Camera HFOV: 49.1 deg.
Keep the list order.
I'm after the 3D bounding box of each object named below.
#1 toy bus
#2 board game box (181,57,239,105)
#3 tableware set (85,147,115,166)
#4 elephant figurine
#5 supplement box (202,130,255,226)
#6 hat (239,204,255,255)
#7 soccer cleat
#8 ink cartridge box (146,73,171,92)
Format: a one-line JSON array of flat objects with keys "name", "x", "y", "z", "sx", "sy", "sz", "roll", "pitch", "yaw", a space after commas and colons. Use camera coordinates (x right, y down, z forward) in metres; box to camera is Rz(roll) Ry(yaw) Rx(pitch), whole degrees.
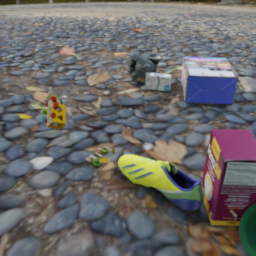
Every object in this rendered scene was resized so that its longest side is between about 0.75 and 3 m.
[{"name": "toy bus", "x": -2.533, "y": -0.609, "z": 9.984, "sx": 0.671, "sy": 1.298, "sz": 1.225, "roll": 10, "pitch": 21, "yaw": -33}, {"name": "board game box", "x": 3.783, "y": -2.338, "z": 13.513, "sx": 2.215, "sy": 1.345, "sz": 2.778, "roll": 3, "pitch": 31, "yaw": 6}, {"name": "tableware set", "x": -0.847, "y": 0.907, "z": 9.230, "sx": 0.686, "sy": 0.156, "sz": 1.019, "roll": 27, "pitch": 40, "yaw": 37}, {"name": "elephant figurine", "x": 1.124, "y": -3.347, "z": 15.359, "sx": 2.159, "sy": 1.528, "sz": 1.675, "roll": -5, "pitch": 56, "yaw": -38}, {"name": "supplement box", "x": 2.521, "y": 1.225, "z": 6.860, "sx": 1.045, "sy": 2.025, "sz": 1.325, "roll": 1, "pitch": 30, "yaw": 1}, {"name": "hat", "x": 3.519, "y": 2.551, "z": 6.298, "sx": 1.420, "sy": 1.336, "sz": 1.614, "roll": 29, "pitch": 15, "yaw": -41}, {"name": "soccer cleat", "x": 0.849, "y": 1.231, "z": 7.687, "sx": 2.775, "sy": 1.161, "sz": 0.897, "roll": 26, "pitch": 39, "yaw": 36}, {"name": "ink cartridge box", "x": 1.466, "y": -2.311, "z": 14.067, "sx": 1.298, "sy": 0.753, "sz": 0.440, "roll": 8, "pitch": 32, "yaw": 16}]
